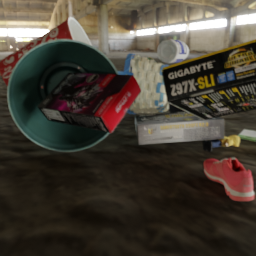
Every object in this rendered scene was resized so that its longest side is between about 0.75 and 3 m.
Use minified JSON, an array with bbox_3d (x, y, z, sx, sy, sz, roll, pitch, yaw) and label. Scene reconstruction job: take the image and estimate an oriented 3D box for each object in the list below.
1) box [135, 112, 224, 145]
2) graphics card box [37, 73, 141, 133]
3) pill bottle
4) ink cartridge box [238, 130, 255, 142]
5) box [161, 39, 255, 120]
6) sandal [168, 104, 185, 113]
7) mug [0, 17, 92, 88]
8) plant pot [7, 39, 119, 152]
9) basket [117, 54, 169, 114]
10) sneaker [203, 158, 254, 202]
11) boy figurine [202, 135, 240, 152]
[{"bbox_3d":[1.282,-0.051,7.664,2.168,0.524,1.717,-4,10,1],"label":"box"},{"bbox_3d":[-0.934,-0.660,6.486,2.130,0.542,1.336,10,54,37],"label":"graphics card box"},{"bbox_3d":[1.534,-2.523,9.250,0.735,0.735,1.228,10,17,30],"label":"pill bottle"},{"bbox_3d":[3.402,0.266,7.691,0.631,0.208,0.867,11,20,33],"label":"ink cartridge box"},{"bbox_3d":[1.978,-0.735,4.939,2.008,0.620,2.514,-14,-12,27],"label":"box"},{"bbox_3d":[1.974,-1.186,9.719,1.093,0.616,2.875,7,44,-2],"label":"sandal"},{"bbox_3d":[-2.752,-2.087,10.144,2.995,2.658,1.998,-22,7,13],"label":"mug"},{"bbox_3d":[-1.594,-0.923,7.310,2.647,2.647,1.773,-4,17,-12],"label":"plant pot"},{"bbox_3d":[0.104,-1.506,10.004,2.836,1.973,2.501,4,-5,10],"label":"basket"},{"bbox_3d":[1.906,0.792,5.296,0.528,0.621,1.431,-4,17,-13],"label":"sneaker"},{"bbox_3d":[2.392,0.379,7.150,1.011,0.326,0.629,-5,7,-23],"label":"boy figurine"}]
